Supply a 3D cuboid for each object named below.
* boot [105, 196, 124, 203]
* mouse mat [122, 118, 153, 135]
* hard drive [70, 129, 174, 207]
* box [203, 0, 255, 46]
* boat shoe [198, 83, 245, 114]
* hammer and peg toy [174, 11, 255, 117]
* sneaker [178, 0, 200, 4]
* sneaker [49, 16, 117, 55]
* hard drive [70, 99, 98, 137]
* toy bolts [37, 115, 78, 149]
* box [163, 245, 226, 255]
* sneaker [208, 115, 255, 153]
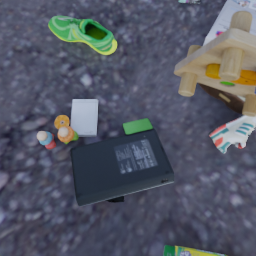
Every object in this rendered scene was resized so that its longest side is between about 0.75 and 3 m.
[{"bbox_3d":[-0.173,1.533,7.247,0.936,0.346,0.767,0,67,8],"label":"boot"},{"bbox_3d":[0.257,-0.045,7.828,0.779,0.029,0.627,-14,32,-4],"label":"mouse mat"},{"bbox_3d":[-0.225,0.925,7.149,2.371,0.390,1.655,-13,46,-5],"label":"hard drive"},{"bbox_3d":[4.059,-3.316,8.931,2.312,0.610,2.965,26,69,11],"label":"box"},{"bbox_3d":[2.809,-1.213,8.204,1.868,0.690,0.691,44,61,10],"label":"boat shoe"},{"bbox_3d":[2.434,-0.835,4.792,2.823,2.076,0.995,16,84,-11],"label":"hammer and peg toy"},{"bbox_3d":[2.390,-4.881,9.637,1.060,0.589,1.516,14,79,4],"label":"sneaker"},{"bbox_3d":[-1.394,-3.080,8.692,2.298,0.960,0.851,22,71,9],"label":"sneaker"},{"bbox_3d":[-1.265,-0.298,8.058,0.736,0.149,1.115,0,69,0],"label":"hard drive"},{"bbox_3d":[-1.986,0.068,7.559,0.975,0.676,0.931,-24,70,1],"label":"toy bolts"},{"bbox_3d":[1.714,3.439,6.462,1.906,0.461,1.118,9,69,5],"label":"box"},{"bbox_3d":[3.106,0.123,7.713,1.682,0.592,0.786,-24,80,-7],"label":"sneaker"}]
